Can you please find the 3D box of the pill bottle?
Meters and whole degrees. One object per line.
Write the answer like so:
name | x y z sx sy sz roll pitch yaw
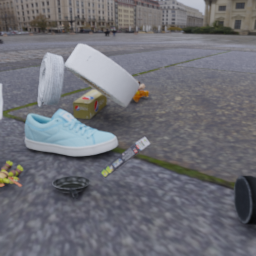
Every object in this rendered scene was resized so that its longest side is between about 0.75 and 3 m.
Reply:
pill bottle | 3.124 1.339 5.171 2.050 1.146 1.146 1 22 2

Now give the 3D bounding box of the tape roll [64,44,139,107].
tape roll | -0.936 -1.844 10.094 2.688 0.940 2.688 34 0 0

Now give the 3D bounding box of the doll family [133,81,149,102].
doll family | 0.291 -1.671 13.429 1.319 0.958 2.125 -3 3 12

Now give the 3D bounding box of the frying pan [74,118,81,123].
frying pan | -2.031 0.121 9.286 1.095 0.662 0.178 -37 -14 -5

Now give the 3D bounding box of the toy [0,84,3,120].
toy | -4.119 0.245 7.050 2.831 0.668 1.630 -32 44 3

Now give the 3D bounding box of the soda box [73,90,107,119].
soda box | -1.547 -1.032 11.794 0.713 0.674 2.104 5 23 14

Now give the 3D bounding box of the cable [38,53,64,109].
cable | -2.597 -1.616 9.453 0.603 1.740 1.741 5 -15 -26

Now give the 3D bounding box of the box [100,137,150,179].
box | -0.069 0.628 5.870 0.185 1.065 0.586 53 27 6

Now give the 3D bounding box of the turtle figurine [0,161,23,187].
turtle figurine | -2.896 1.149 6.617 1.159 0.373 0.935 11 15 7

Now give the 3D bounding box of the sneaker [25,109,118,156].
sneaker | -1.719 0.084 8.083 2.851 1.168 1.054 3 19 8

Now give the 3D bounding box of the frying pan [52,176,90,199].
frying pan | -1.132 1.330 6.204 0.841 0.226 1.391 -5 12 -37
